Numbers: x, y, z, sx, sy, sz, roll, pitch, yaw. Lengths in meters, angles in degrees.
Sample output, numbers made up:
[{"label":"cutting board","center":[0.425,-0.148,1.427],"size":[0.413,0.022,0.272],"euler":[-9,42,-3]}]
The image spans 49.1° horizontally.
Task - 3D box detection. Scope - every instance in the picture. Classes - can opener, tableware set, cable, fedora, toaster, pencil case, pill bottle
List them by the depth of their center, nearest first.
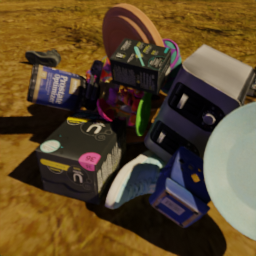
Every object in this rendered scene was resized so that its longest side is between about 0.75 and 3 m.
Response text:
[{"label":"toaster","center":[2.037,-0.612,7.759],"size":[1.772,2.700,2.986],"euler":[34,41,11]},{"label":"can opener","center":[-1.059,-1.493,8.660],"size":[0.330,1.236,0.413],"euler":[13,4,-22]},{"label":"cable","center":[0.138,-0.335,8.904],"size":[0.980,0.981,0.339],"euler":[11,58,15]},{"label":"pill bottle","center":[-2.033,-1.186,8.920],"size":[2.138,1.196,1.196],"euler":[11,28,-21]},{"label":"pencil case","center":[1.277,-1.856,9.005],"size":[1.100,1.195,2.586],"euler":[-11,-13,16]},{"label":"tableware set","center":[-0.971,-0.780,9.703],"size":[0.264,2.276,1.901],"euler":[20,0,-35]},{"label":"fedora","center":[0.347,-0.721,10.236],"size":[2.625,1.071,2.625],"euler":[4,18,-1]},{"label":"pencil case","center":[-0.797,-2.318,10.916],"size":[1.938,0.856,0.856],"euler":[-27,16,35]}]

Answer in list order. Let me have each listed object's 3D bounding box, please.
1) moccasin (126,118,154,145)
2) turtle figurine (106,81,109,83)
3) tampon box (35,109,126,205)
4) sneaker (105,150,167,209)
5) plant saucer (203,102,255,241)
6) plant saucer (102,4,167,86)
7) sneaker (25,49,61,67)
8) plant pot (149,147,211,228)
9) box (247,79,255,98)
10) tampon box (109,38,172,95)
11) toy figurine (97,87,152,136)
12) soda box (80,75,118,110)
[{"label":"moccasin","center":[0.715,0.082,9.339],"size":[2.031,0.784,0.743],"euler":[-4,4,0]},{"label":"turtle figurine","center":[-1.194,-2.153,13.292],"size":[1.167,0.376,0.941],"euler":[-21,38,-30]},{"label":"tampon box","center":[-1.168,0.694,7.862],"size":[1.681,1.416,2.242],"euler":[10,34,15]},{"label":"sneaker","center":[0.385,1.374,7.271],"size":[0.967,0.872,2.360],"euler":[25,40,24]},{"label":"plant saucer","center":[2.704,0.799,5.245],"size":[2.621,2.621,0.505],"euler":[4,-11,7]},{"label":"plant saucer","center":[0.070,-2.191,8.266],"size":[0.441,2.733,2.733],"euler":[-35,44,-22]},{"label":"sneaker","center":[-4.727,-4.013,15.874],"size":[2.059,0.787,1.179],"euler":[10,32,10]},{"label":"plant pot","center":[1.177,1.328,5.937],"size":[1.187,1.187,1.067],"euler":[34,50,7]},{"label":"box","center":[6.274,-1.850,12.767],"size":[1.457,0.422,1.833],"euler":[20,37,28]},{"label":"tampon box","center":[0.318,-1.527,6.954],"size":[1.264,0.798,0.947],"euler":[18,54,17]},{"label":"toy figurine","center":[-0.163,-0.667,7.651],"size":[1.403,1.524,1.144],"euler":[13,2,18]},{"label":"soda box","center":[-1.445,-1.480,11.861],"size":[2.445,0.783,0.828],"euler":[23,39,33]}]
